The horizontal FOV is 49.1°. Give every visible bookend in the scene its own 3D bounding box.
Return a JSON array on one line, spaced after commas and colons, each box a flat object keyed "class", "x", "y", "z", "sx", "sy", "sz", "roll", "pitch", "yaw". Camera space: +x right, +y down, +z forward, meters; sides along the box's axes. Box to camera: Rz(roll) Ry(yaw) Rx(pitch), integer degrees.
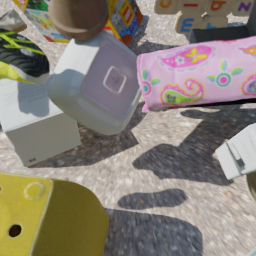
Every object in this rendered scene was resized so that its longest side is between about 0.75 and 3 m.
[{"class": "bookend", "x": 2.552, "y": -1.863, "z": 5.802, "sx": 2.891, "sy": 2.873, "sz": 1.332, "roll": -5, "pitch": 56, "yaw": 2}]

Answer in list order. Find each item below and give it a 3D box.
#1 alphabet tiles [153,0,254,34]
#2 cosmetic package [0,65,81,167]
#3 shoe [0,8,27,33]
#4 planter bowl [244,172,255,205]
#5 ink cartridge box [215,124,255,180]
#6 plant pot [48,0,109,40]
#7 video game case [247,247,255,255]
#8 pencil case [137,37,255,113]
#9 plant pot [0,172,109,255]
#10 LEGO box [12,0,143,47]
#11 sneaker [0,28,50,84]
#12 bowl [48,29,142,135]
[{"class": "alphabet tiles", "x": 2.149, "y": -3.641, "z": 6.971, "sx": 2.910, "sy": 2.975, "sz": 0.217, "roll": -2, "pitch": 55, "yaw": -6}, {"class": "cosmetic package", "x": -2.479, "y": -0.396, "z": 7.521, "sx": 1.657, "sy": 1.668, "sz": 1.993, "roll": -22, "pitch": 57, "yaw": -17}, {"class": "shoe", "x": -3.053, "y": -1.985, "z": 6.021, "sx": 0.634, "sy": 0.484, "sz": 1.814, "roll": 22, "pitch": 54, "yaw": 38}, {"class": "planter bowl", "x": 3.979, "y": 0.940, "z": 6.372, "sx": 2.277, "sy": 2.277, "sz": 1.533, "roll": 32, "pitch": 25, "yaw": 22}, {"class": "ink cartridge box", "x": 2.043, "y": 0.289, "z": 4.166, "sx": 0.976, "sy": 1.349, "sz": 0.568, "roll": -16, "pitch": 73, "yaw": -7}, {"class": "plant pot", "x": -0.911, "y": -2.297, "z": 4.946, "sx": 1.121, "sy": 0.978, "sz": 1.121, "roll": 1, "pitch": 74, "yaw": -2}, {"class": "video game case", "x": 2.700, "y": 3.446, "z": 5.292, "sx": 2.004, "sy": 0.221, "sz": 1.824, "roll": -22, "pitch": 55, "yaw": -31}, {"class": "pencil case", "x": 1.478, "y": -0.920, "z": 4.867, "sx": 2.689, "sy": 1.176, "sz": 1.176, "roll": -6, "pitch": 52, "yaw": 14}, {"class": "plant pot", "x": -1.990, "y": 2.158, "z": 4.857, "sx": 2.811, "sy": 2.875, "sz": 2.792, "roll": 7, "pitch": 53, "yaw": 4}, {"class": "LEGO box", "x": -1.388, "y": -3.166, "z": 6.883, "sx": 2.860, "sy": 2.130, "sz": 1.104, "roll": 15, "pitch": 70, "yaw": 33}, {"class": "sneaker", "x": -2.387, "y": -1.105, "z": 4.389, "sx": 2.511, "sy": 0.959, "sz": 0.947, "roll": 20, "pitch": 24, "yaw": 8}, {"class": "bowl", "x": -0.457, "y": -0.960, "z": 5.881, "sx": 0.738, "sy": 1.975, "sz": 1.978, "roll": 10, "pitch": 71, "yaw": 55}]
